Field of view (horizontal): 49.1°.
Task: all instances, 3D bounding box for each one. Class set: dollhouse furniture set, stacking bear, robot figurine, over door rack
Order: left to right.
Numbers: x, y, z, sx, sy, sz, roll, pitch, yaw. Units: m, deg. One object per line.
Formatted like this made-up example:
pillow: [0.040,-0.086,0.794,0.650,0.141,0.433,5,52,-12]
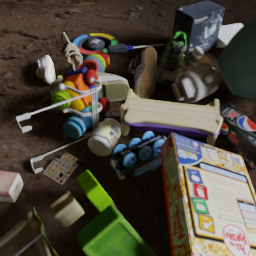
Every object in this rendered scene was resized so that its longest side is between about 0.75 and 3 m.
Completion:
over door rack: [-1.808,-0.168,7.631,2.463,1.820,0.820,-34,57,-30]
dollhouse furniture set: [-1.337,2.611,5.656,2.991,1.501,1.960,-38,33,-12]
stacking bear: [-1.225,-2.392,10.651,0.951,1.015,1.672,7,36,17]
robot figurine: [2.335,-1.502,9.446,1.881,1.062,1.595,-25,10,-32]

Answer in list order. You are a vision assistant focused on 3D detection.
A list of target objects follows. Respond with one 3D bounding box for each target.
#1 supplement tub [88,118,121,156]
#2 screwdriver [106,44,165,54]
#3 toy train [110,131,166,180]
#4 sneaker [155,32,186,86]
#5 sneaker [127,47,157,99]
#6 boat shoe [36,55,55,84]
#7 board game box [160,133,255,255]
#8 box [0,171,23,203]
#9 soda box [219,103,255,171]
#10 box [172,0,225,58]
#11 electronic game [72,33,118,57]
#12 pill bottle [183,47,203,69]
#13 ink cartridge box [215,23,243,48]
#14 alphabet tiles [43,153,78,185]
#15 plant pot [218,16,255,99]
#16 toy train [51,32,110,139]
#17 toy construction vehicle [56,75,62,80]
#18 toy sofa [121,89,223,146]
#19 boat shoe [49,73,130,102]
supplement tub: [-0.640,0.245,8.006,0.704,0.704,0.971,15,45,15]
screwdriver: [0.387,-3.283,11.243,2.639,0.384,0.368,-15,61,-18]
toy train: [0.321,0.766,7.310,1.663,0.950,0.721,-24,37,-23]
sneaker: [1.630,-2.618,10.544,0.993,1.084,2.545,11,57,5]
sneaker: [0.425,-1.804,10.067,0.715,1.106,2.039,19,73,-28]
boat shoe: [-3.189,-2.183,10.633,0.607,0.638,1.772,-21,49,1]
board game box: [1.848,1.577,6.050,2.120,0.648,2.799,18,42,-17]
box: [-3.187,1.436,6.950,0.913,0.497,0.584,5,44,6]
soda box: [3.258,0.179,8.070,0.652,0.728,2.058,-17,47,-18]
box: [2.867,-4.117,11.719,1.782,1.812,1.064,-26,50,-23]
electronic game: [-1.441,-3.622,12.203,2.029,0.422,2.029,0,44,0]
pill bottle: [2.442,-2.671,10.638,0.449,0.788,0.449,23,45,-26]
ink cartridge box: [4.812,-3.762,12.398,1.806,0.558,2.227,-14,55,-15]
alphabet tiles: [-1.788,1.053,7.572,0.693,0.031,0.829,25,60,24]
plant pot: [4.000,-2.027,9.039,1.807,2.684,2.684,-24,38,25]
toy train: [-1.650,-1.134,7.936,1.139,2.691,1.557,-6,33,29]
toy construction vehicle: [-2.252,-1.559,10.120,0.918,0.372,1.055,3,44,3]
toy sofa: [1.184,-0.143,8.099,2.783,1.152,1.358,7,48,6]
boat shoe: [-1.302,-1.379,9.576,2.634,0.984,0.901,1,34,-12]
